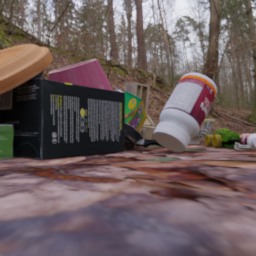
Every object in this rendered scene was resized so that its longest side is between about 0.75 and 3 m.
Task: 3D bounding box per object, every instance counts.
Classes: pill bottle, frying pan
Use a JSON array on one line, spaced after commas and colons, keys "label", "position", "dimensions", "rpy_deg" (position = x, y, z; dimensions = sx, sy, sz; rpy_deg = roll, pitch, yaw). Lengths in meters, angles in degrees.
[{"label": "pill bottle", "position": [1.537, -0.418, 7.599], "dimensions": [1.111, 2.027, 1.111], "rpy_deg": [26, -23, 12]}, {"label": "frying pan", "position": [0.178, 0.430, 8.655], "dimensions": [2.687, 0.437, 1.625], "rpy_deg": [27, -23, 0]}, {"label": "pill bottle", "position": [3.888, 0.435, 8.781], "dimensions": [0.498, 0.498, 0.909], "rpy_deg": [0, -1, -5]}]

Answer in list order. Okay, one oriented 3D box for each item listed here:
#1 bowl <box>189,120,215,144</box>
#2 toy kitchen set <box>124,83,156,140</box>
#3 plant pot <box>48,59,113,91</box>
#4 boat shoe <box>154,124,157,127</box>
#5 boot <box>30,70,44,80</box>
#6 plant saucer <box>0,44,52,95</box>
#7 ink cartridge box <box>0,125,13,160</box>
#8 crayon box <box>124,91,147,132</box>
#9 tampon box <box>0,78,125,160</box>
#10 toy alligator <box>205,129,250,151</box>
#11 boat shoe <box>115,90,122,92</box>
[{"label": "bowl", "position": [2.804, 0.190, 13.008], "dimensions": [2.383, 1.118, 2.383], "rpy_deg": [-1, -1, 0]}, {"label": "toy kitchen set", "position": [0.705, -0.655, 11.972], "dimensions": [2.880, 2.598, 2.349], "rpy_deg": [9, 5, 44]}, {"label": "plant pot", "position": [-1.753, -1.120, 10.945], "dimensions": [2.992, 2.678, 2.992], "rpy_deg": [-14, 18, 5]}, {"label": "boat shoe", "position": [1.337, 0.280, 15.566], "dimensions": [2.795, 1.004, 1.059], "rpy_deg": [-1, -1, 37]}, {"label": "boot", "position": [-3.155, -0.786, 8.566], "dimensions": [1.104, 2.851, 1.972], "rpy_deg": [28, -8, 12]}, {"label": "plant saucer", "position": [-3.159, -1.239, 6.279], "dimensions": [2.925, 0.472, 2.925], "rpy_deg": [-13, 30, 8]}, {"label": "ink cartridge box", "position": [-3.546, 0.287, 6.106], "dimensions": [1.233, 0.704, 2.375], "rpy_deg": [1, -1, -42]}, {"label": "crayon box", "position": [-0.010, -0.223, 9.393], "dimensions": [0.631, 1.287, 2.167], "rpy_deg": [30, -8, 14]}, {"label": "tampon box", "position": [-1.593, -0.161, 6.989], "dimensions": [1.934, 1.629, 2.580], "rpy_deg": [-1, -1, 38]}, {"label": "toy alligator", "position": [3.372, 0.354, 9.449], "dimensions": [0.925, 0.670, 2.790], "rpy_deg": [-1, -1, -5]}, {"label": "boat shoe", "position": [-0.082, -1.143, 11.891], "dimensions": [0.459, 1.248, 0.408], "rpy_deg": [-40, -10, 27]}]
